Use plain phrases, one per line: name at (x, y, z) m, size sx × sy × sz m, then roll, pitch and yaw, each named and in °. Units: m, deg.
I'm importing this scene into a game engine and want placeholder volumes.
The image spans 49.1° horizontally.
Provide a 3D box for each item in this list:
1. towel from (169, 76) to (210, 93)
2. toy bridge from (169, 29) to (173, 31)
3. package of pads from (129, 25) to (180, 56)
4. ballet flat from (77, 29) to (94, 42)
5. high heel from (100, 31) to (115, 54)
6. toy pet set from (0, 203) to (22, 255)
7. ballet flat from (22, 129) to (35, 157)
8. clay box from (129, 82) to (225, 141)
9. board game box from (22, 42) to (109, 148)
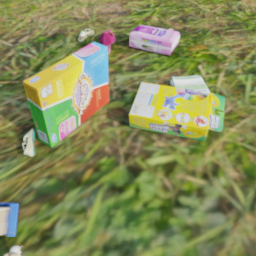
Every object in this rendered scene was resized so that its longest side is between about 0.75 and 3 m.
towel at (2.165, -1.251, 9.463) m, size 1.215 × 0.250 × 1.628 m, roll -6°, pitch 43°, yaw -6°
toy bridge at (1.896, -4.368, 12.850) m, size 0.124 × 0.306 × 0.910 m, roll 17°, pitch 44°, yaw 16°
package of pads at (1.109, -3.731, 11.835) m, size 1.917 × 0.725 × 1.155 m, roll 17°, pitch 42°, yaw 18°
ballet flat at (-1.933, -4.247, 12.656) m, size 0.346 × 0.384 × 1.019 m, roll 26°, pitch 49°, yaw 26°
high heel at (-0.918, -3.984, 11.961) m, size 0.649 × 0.925 × 1.928 m, roll 4°, pitch 42°, yaw 4°
toy pet set at (-2.766, 2.304, 5.364) m, size 1.773 × 0.941 × 1.655 m, roll 0°, pitch 77°, yaw 4°
ballet flat at (-2.698, 0.378, 7.593) m, size 0.344 × 0.344 × 0.990 m, roll -9°, pitch 42°, yaw -10°
clay box at (1.448, -0.491, 8.256) m, size 2.573 × 0.612 × 1.478 m, roll 12°, pitch 52°, yaw 11°
board game box at (-1.548, -0.973, 7.868) m, size 0.524 × 1.990 × 2.601 m, roll 26°, pitch 49°, yaw 24°
